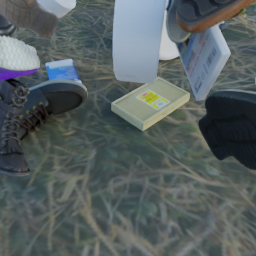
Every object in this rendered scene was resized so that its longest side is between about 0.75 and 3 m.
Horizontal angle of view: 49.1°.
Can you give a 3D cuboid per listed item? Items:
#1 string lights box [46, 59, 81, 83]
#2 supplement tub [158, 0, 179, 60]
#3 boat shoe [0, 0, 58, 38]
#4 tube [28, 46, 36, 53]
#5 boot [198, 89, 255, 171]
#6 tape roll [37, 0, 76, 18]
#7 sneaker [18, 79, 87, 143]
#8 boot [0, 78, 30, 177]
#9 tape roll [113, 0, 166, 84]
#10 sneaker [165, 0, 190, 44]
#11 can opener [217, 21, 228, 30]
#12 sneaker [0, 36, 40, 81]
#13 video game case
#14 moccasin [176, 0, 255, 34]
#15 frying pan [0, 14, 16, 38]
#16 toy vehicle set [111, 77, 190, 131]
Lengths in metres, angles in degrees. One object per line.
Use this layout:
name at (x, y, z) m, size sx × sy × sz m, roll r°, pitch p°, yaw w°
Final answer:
string lights box at (-2.097, -1.573, 9.174) m, size 0.914 × 0.525 × 1.779 m, roll -13°, pitch 44°, yaw -14°
supplement tub at (0.959, -4.177, 10.851) m, size 2.157 × 2.157 × 2.966 m, roll -19°, pitch 45°, yaw -20°
boat shoe at (-1.953, -2.192, 5.049) m, size 0.628 × 1.750 × 0.663 m, roll 40°, pitch 94°, yaw 12°
tube at (-4.455, -3.123, 10.998) m, size 1.925 × 0.558 × 0.500 m, roll 20°, pitch 90°, yaw 24°
boot at (1.985, -0.338, 3.643) m, size 1.798 × 2.600 × 1.007 m, roll -28°, pitch 87°, yaw 3°
tape roll at (-2.110, -3.786, 7.688) m, size 0.491 × 1.403 × 1.403 m, roll -23°, pitch 32°, yaw 30°
sneaker at (-2.447, -0.321, 7.556) m, size 2.860 × 1.070 × 1.519 m, roll -13°, pitch 49°, yaw -3°
boot at (-2.056, -0.097, 4.879) m, size 1.644 × 1.432 × 0.569 m, roll 36°, pitch 19°, yaw 35°
tape roll at (0.321, -2.326, 6.121) m, size 0.916 × 2.619 × 2.619 m, roll 7°, pitch 42°, yaw 3°
sneaker at (0.871, -1.883, 4.811) m, size 0.475 × 0.674 × 1.269 m, roll 9°, pitch 72°, yaw -1°
can opener at (3.960, -4.523, 12.571) m, size 1.442 × 0.385 × 0.482 m, roll -34°, pitch 51°, yaw -30°
sneaker at (-2.132, -0.872, 4.078) m, size 1.591 × 0.791 × 0.553 m, roll -13°, pitch 74°, yaw -38°
video game case at (1.231, -1.698, 5.253) m, size 0.177 × 1.409 × 1.967 m, roll -11°, pitch 66°, yaw -8°
moccasin at (1.651, -2.106, 4.124) m, size 2.255 × 0.870 × 0.825 m, roll -43°, pitch 68°, yaw -9°
frying pan at (-3.655, -3.264, 6.792) m, size 0.389 × 2.390 × 1.446 m, roll -7°, pitch 43°, yaw 35°
toy vehicle set at (0.707, -0.796, 8.496) m, size 2.098 × 0.278 × 1.304 m, roll -32°, pitch 51°, yaw -31°
